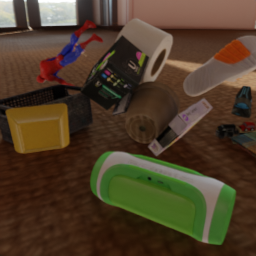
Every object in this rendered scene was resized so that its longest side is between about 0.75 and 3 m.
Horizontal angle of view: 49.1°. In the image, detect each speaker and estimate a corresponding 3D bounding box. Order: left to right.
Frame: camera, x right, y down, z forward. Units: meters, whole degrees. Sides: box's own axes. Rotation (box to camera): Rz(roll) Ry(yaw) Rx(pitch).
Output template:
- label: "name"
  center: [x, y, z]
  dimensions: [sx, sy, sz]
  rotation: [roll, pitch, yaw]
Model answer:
- label: "speaker"
  center: [0.575, 1.206, 5.215]
  dimensions: [2.538, 1.122, 1.122]
  rotation: [14, 28, 27]

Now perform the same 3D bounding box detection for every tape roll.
- label: "tape roll"
  center: [0.449, -2.431, 9.240]
  dimensions: [1.302, 1.896, 1.896]
  rotation: [31, 34, 13]

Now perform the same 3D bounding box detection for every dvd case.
- label: "dvd case"
  center: [-0.178, -0.756, 8.522]
  dimensions: [0.117, 0.709, 0.943]
  rotation: [21, -11, -23]

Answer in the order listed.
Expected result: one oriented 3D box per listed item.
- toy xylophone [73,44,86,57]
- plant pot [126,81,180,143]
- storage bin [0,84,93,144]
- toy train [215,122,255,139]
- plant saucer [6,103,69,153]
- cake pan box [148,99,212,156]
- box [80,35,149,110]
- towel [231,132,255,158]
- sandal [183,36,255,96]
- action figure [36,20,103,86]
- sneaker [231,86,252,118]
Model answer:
- label: "toy xylophone"
  center: [-1.889, -3.077, 11.007]
  dimensions: [0.554, 0.190, 0.757]
  rotation: [28, 13, -45]
- label: "plant pot"
  center: [0.599, -0.338, 8.132]
  dimensions: [1.623, 1.623, 1.409]
  rotation: [8, 34, 16]
- label: "storage bin"
  center: [-2.491, -0.452, 8.593]
  dimensions: [1.696, 1.176, 2.509]
  rotation: [14, 29, 37]
- label: "toy train"
  center: [3.631, 0.028, 8.545]
  dimensions: [1.964, 0.450, 0.335]
  rotation: [-3, 25, -7]
- label: "plant saucer"
  center: [-2.284, 0.117, 7.313]
  dimensions: [1.475, 1.474, 0.357]
  rotation: [-8, 43, -16]
- label: "cake pan box"
  center: [1.384, -0.019, 7.539]
  dimensions: [0.414, 1.459, 1.584]
  rotation: [48, 42, 13]
- label: "box"
  center: [-0.400, -1.535, 8.074]
  dimensions: [1.037, 1.669, 1.239]
  rotation: [34, 50, -20]
- label: "towel"
  center: [4.388, 0.327, 7.447]
  dimensions: [2.591, 0.281, 1.900]
  rotation: [-13, 16, -3]
- label: "sandal"
  center: [3.253, -2.005, 9.492]
  dimensions: [2.929, 1.122, 0.839]
  rotation: [-28, -17, 27]
- label: "action figure"
  center: [-1.887, -2.261, 9.428]
  dimensions: [2.770, 0.904, 1.371]
  rotation: [-31, -17, 22]
- label: "sneaker"
  center: [3.586, -0.752, 8.658]
  dimensions: [0.591, 0.662, 1.615]
  rotation: [16, -9, 18]
